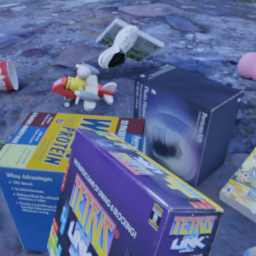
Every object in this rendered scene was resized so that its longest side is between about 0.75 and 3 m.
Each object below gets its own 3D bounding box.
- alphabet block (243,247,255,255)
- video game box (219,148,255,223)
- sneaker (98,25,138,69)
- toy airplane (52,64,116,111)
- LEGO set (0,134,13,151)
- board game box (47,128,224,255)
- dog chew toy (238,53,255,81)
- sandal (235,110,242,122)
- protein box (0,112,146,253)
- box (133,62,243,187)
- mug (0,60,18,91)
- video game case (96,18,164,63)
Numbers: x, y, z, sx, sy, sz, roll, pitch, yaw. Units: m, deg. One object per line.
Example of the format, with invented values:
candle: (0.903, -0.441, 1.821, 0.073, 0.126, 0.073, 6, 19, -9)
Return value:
alphabet block: (3.374, 3.323, 3.857, 2.988, 2.918, 2.934, -8, 38, -13)
video game box: (4.038, 1.730, 7.574, 2.058, 0.529, 2.259, -42, 51, -21)
sneaker: (-0.107, -2.205, 7.842, 1.539, 0.581, 0.886, -49, 35, -2)
toy airplane: (-1.693, -1.824, 11.964, 2.448, 1.727, 2.437, 31, 49, 28)
LEGO set: (-3.742, 0.695, 9.600, 1.636, 0.714, 2.519, 19, 27, 21)
board game box: (-0.217, 1.218, 3.214, 0.653, 1.904, 2.303, 9, 10, -30)
dog chew toy: (6.556, -2.884, 13.959, 1.277, 1.277, 2.051, -27, 52, -32)
sandal: (3.485, -0.682, 11.536, 0.983, 0.553, 2.584, -20, 30, -36)
protein box: (-1.060, 1.377, 6.565, 2.816, 2.837, 1.914, 4, 36, 6)
box: (1.652, -0.182, 8.774, 1.720, 2.792, 2.769, -29, 44, -35)
mug: (-6.444, -2.255, 13.223, 2.117, 1.412, 1.879, -11, -5, -8)
video game case: (0.029, -2.820, 9.311, 1.774, 0.195, 1.617, 19, -15, -24)
